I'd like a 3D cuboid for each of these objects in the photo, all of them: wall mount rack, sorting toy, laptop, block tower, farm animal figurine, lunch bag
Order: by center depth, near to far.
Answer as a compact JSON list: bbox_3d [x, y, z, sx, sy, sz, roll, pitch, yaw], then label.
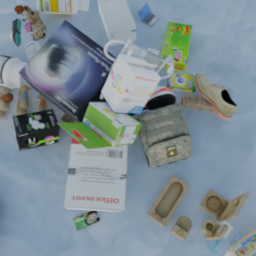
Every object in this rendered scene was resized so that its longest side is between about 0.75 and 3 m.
[{"bbox_3d":[0.240,-1.788,9.604,2.641,2.295,0.985,18,47,-22],"label":"wall mount rack"},{"bbox_3d":[1.333,0.347,10.373,1.713,1.228,2.088,-15,84,-8],"label":"lunch bag"},{"bbox_3d":[-1.032,-0.320,11.200,2.719,0.364,2.025,34,73,7],"label":"sorting toy"},{"bbox_3d":[2.989,-1.000,11.385,1.690,0.488,0.456,7,66,4],"label":"block tower"},{"bbox_3d":[-4.128,-4.704,12.376,0.880,1.670,1.688,-30,108,1],"label":"farm animal figurine"},{"bbox_3d":[0.990,-5.329,13.244,0.788,0.457,0.738,33,71,13],"label":"laptop"}]

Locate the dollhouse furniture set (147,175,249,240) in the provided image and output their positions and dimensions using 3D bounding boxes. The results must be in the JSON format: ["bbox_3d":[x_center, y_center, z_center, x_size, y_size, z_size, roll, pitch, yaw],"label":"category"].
[{"bbox_3d":[2.149,2.533,9.136,2.230,1.817,2.121,33,71,13],"label":"dollhouse furniture set"}]

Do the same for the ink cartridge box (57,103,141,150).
[{"bbox_3d":[-0.855,-0.117,8.793,1.572,2.126,0.805,36,113,30],"label":"ink cartridge box"}]

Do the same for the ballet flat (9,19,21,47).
[{"bbox_3d":[-4.236,-3.561,10.528,0.409,0.409,1.120,-2,79,-1],"label":"ballet flat"}]

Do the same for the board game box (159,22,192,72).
[{"bbox_3d":[2.134,-3.648,12.484,1.126,0.528,2.217,11,67,5],"label":"board game box"}]

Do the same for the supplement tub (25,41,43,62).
[{"bbox_3d":[-3.928,-3.044,12.081,0.807,0.807,1.223,-19,69,-8],"label":"supplement tub"}]

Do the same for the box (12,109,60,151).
[{"bbox_3d":[-3.368,0.078,10.311,1.461,1.085,0.908,-13,58,-25],"label":"box"}]

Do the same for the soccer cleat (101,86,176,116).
[{"bbox_3d":[0.363,-1.138,11.160,2.958,1.009,1.082,-7,36,-9],"label":"soccer cleat"}]

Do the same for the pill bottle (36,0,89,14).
[{"bbox_3d":[-3.027,-5.968,12.977,2.316,1.286,1.286,-3,67,-12],"label":"pill bottle"}]

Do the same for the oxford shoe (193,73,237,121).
[{"bbox_3d":[3.406,-1.401,10.809,0.813,0.848,2.296,-18,63,-30],"label":"oxford shoe"}]

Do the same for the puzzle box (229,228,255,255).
[{"bbox_3d":[4.296,4.034,9.321,1.565,0.199,1.041,-29,77,-12],"label":"puzzle box"}]

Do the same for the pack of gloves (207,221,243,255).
[{"bbox_3d":[3.344,3.912,9.413,1.028,0.242,1.224,37,72,15],"label":"pack of gloves"}]

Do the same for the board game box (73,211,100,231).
[{"bbox_3d":[-1.448,3.215,9.790,0.847,0.099,0.444,-20,71,-8],"label":"board game box"}]

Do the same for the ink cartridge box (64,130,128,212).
[{"bbox_3d":[-1.079,1.503,9.775,1.950,1.132,2.703,5,69,-7],"label":"ink cartridge box"}]

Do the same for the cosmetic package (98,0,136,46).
[{"bbox_3d":[-0.526,-5.005,12.840,1.285,0.924,2.276,-13,70,-6],"label":"cosmetic package"}]

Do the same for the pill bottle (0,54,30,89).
[{"bbox_3d":[-5.112,-2.338,11.475,2.223,1.266,1.266,15,68,9],"label":"pill bottle"}]

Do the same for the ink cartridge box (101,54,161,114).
[{"bbox_3d":[0.113,-1.488,9.163,1.134,1.765,1.105,3,40,-39],"label":"ink cartridge box"}]

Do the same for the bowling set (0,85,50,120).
[{"bbox_3d":[-4.318,-1.242,10.943,2.289,1.593,1.229,-5,66,-6],"label":"bowling set"}]

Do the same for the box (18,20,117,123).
[{"bbox_3d":[-2.039,-1.987,10.506,2.662,1.640,2.640,37,82,5],"label":"box"}]

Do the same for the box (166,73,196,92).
[{"bbox_3d":[2.270,-1.923,11.875,1.263,0.305,0.741,7,66,2],"label":"box"}]

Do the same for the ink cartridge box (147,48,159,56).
[{"bbox_3d":[0.862,-2.584,11.616,0.508,1.200,0.867,16,68,1],"label":"ink cartridge box"}]
